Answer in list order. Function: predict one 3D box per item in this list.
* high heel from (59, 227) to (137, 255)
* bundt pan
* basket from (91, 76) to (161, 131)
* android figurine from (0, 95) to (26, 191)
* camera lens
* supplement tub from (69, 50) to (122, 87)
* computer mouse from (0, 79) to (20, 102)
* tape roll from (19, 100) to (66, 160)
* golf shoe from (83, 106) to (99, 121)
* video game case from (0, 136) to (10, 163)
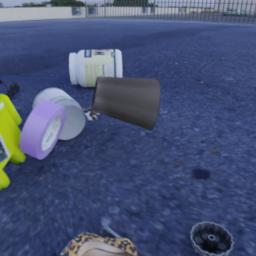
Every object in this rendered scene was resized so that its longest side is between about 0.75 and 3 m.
[{"bbox_3d":[-0.598,2.565,5.653,1.504,0.537,1.072,-13,22,-41],"label":"high heel"},{"bbox_3d":[1.786,2.487,6.069,0.904,0.339,0.904,0,28,0],"label":"bundt pan"},{"bbox_3d":[-0.113,-0.922,9.142,2.013,1.369,1.815,9,70,-12],"label":"basket"},{"bbox_3d":[-3.745,0.237,7.227,0.610,2.972,2.705,2,47,20],"label":"android figurine"},{"bbox_3d":[-2.647,-0.563,10.620,1.526,1.526,1.908,-17,33,-29],"label":"camera lens"},{"bbox_3d":[-1.742,-3.246,15.350,2.731,1.980,1.980,-2,27,-4],"label":"supplement tub"},{"bbox_3d":[-4.922,-1.570,9.529,2.305,0.530,1.618,36,21,-27],"label":"computer mouse"},{"bbox_3d":[-2.538,0.060,8.465,0.566,1.727,1.727,24,31,4],"label":"tape roll"},{"bbox_3d":[-1.311,-0.501,10.448,0.434,0.495,1.124,-22,-6,20],"label":"golf shoe"},{"bbox_3d":[-3.691,0.356,6.107,0.230,1.967,1.788,13,38,31],"label":"video game case"}]
